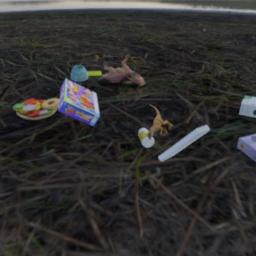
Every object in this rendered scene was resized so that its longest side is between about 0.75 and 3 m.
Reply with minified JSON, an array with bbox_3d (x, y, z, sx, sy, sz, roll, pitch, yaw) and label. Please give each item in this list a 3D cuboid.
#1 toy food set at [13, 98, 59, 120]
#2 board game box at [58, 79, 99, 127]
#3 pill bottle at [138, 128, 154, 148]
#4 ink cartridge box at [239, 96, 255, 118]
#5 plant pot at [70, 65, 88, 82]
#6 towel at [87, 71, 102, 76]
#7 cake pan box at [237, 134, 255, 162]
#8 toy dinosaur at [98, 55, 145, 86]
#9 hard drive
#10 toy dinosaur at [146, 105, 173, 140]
[{"bbox_3d":[-3.978,-0.871,12.256,1.814,0.441,1.796,11,32,18],"label":"toy food set"},{"bbox_3d":[-1.893,-1.016,10.785,1.408,0.469,2.093,24,24,-23],"label":"board game box"},{"bbox_3d":[0.624,0.336,10.141,0.441,0.441,0.782,-6,30,-10],"label":"pill bottle"},{"bbox_3d":[5.631,-0.856,12.093,1.365,0.567,1.001,15,33,25],"label":"ink cartridge box"},{"bbox_3d":[-2.799,-3.160,15.935,1.008,0.676,1.008,1,37,-1],"label":"plant pot"},{"bbox_3d":[-2.304,-3.189,16.686,1.424,0.129,0.613,-4,35,-8],"label":"towel"},{"bbox_3d":[4.923,0.771,9.362,1.666,0.473,1.809,-14,32,-19],"label":"cake pan box"},{"bbox_3d":[-0.465,-2.840,15.244,2.537,1.089,1.720,-14,59,4],"label":"toy dinosaur"},{"bbox_3d":[1.528,0.426,7.647,0.181,1.356,0.894,56,31,13],"label":"hard drive"},{"bbox_3d":[0.893,-0.179,8.114,0.730,0.415,1.375,34,42,-13],"label":"toy dinosaur"}]
